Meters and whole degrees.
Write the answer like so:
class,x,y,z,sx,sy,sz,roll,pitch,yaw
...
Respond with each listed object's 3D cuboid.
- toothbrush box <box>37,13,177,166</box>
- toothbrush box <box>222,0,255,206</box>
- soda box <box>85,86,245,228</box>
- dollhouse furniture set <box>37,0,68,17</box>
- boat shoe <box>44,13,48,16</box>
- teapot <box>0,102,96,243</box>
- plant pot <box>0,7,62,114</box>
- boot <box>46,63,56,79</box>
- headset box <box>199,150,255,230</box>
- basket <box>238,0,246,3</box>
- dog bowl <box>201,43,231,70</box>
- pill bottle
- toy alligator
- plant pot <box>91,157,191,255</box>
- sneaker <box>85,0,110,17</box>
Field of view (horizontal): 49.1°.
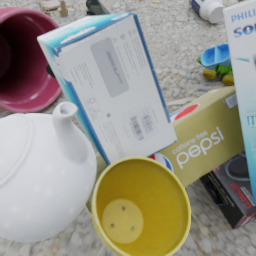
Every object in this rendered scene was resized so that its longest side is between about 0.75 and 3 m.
class,x,y,z,sx,sy,sz,roll,pitch,yaw
toothbrush box,-0.436,-0.638,4.029,0.962,1.651,2.255,-28,26,-12
toothbrush box,2.359,-0.455,3.748,1.107,2.594,1.899,-1,17,45
soda box,0.619,0.428,4.616,2.970,1.006,0.951,-29,98,-8
dollhouse furniture set,-3.121,-5.185,11.303,0.875,0.748,1.689,-21,54,-16
boat shoe,-3.156,-3.946,10.545,0.361,0.360,1.025,-3,52,-4
teapot,-1.142,0.390,2.869,1.451,1.074,1.470,22,72,42
plant pot,-3.350,-1.885,7.654,2.353,2.629,2.629,16,51,33
boot,-1.186,-1.700,6.677,1.378,0.477,1.199,-10,39,11
headset box,2.610,1.120,6.124,2.019,0.780,1.502,-17,53,-15
basket,3.762,-3.348,6.254,2.435,1.814,1.738,-34,23,10
dog bowl,2.054,-1.641,6.397,0.227,0.916,0.511,7,83,-35
pill bottle,3.071,-4.789,10.872,0.905,0.905,1.630,-13,52,-11
toy alligator,3.213,-1.671,8.587,2.383,0.573,0.790,20,80,5
plant pot,0.039,0.937,3.054,1.037,0.736,1.037,11,56,-17
sneaker,-1.412,-4.517,10.845,0.904,0.603,1.578,-22,59,-25
